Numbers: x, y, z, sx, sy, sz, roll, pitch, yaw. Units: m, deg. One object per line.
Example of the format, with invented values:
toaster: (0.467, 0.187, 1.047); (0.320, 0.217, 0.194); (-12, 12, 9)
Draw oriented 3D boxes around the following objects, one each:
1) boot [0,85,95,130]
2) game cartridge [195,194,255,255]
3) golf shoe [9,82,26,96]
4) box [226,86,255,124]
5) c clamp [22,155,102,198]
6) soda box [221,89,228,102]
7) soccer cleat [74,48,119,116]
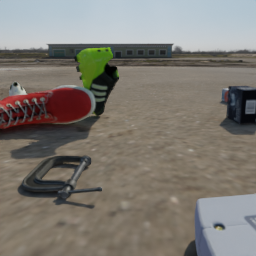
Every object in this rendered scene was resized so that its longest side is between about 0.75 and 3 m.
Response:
boot: (-2.474, -0.404, 7.203); (2.931, 1.061, 2.115); (-4, 13, 19)
game cartridge: (1.526, 1.245, 1.954); (1.711, 0.534, 2.569); (-6, 15, -7)
golf shoe: (-4.014, -1.233, 10.377); (0.790, 0.981, 2.018); (-8, 15, -20)
box: (3.406, -0.706, 8.306); (0.591, 0.990, 1.007); (-2, 14, -2)
c clamp: (-0.975, 0.737, 4.491); (1.262, 0.200, 1.477); (-5, 16, 1)
soda box: (4.497, -1.242, 11.266); (0.566, 0.526, 1.656); (-5, 15, -18)
soccer cleat: (-0.775, -1.204, 8.039); (1.084, 0.903, 2.674); (-12, -28, -5)
